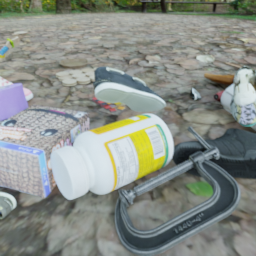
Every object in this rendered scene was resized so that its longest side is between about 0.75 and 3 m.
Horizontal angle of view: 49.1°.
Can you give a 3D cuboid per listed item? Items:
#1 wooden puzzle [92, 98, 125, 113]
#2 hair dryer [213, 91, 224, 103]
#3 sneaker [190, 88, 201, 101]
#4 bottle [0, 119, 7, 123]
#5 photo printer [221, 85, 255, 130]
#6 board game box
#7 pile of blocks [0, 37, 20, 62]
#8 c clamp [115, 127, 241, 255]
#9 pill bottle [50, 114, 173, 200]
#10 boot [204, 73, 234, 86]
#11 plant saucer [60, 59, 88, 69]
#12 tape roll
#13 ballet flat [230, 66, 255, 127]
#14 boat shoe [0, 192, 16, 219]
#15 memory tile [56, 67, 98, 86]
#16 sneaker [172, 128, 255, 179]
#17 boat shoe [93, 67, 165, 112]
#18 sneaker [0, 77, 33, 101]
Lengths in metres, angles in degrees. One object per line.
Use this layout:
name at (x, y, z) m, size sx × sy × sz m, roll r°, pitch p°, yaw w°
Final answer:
wooden puzzle at (-0.673, -1.073, 11.158) m, size 1.113 × 0.132 × 1.877 m, roll -18°, pitch 32°, yaw -31°
hair dryer at (4.170, -1.218, 10.541) m, size 1.964 × 0.534 × 1.496 m, roll -3°, pitch -1°, yaw 2°
sneaker at (2.778, -1.362, 11.586) m, size 0.342 × 0.319 × 0.862 m, roll 7°, pitch 33°, yaw -6°
bottle at (-4.096, 0.106, 8.542) m, size 0.566 × 0.443 × 1.356 m, roll 5°, pitch 28°, yaw 7°
photo printer at (4.742, -0.715, 8.751) m, size 2.327 × 0.971 × 2.797 m, roll -29°, pitch 48°, yaw -15°
board game box at (-2.306, 0.435, 7.139) m, size 1.868 × 1.135 × 2.343 m, roll 9°, pitch 28°, yaw 17°
pile of blocks at (-3.569, -2.343, 8.159) m, size 0.279 × 0.369 × 0.899 m, roll 35°, pitch 80°, yaw 14°
c clamp at (0.895, 1.245, 5.780) m, size 2.842 × 0.385 × 2.428 m, roll -28°, pitch 36°, yaw -12°
pill bottle at (-0.346, 0.641, 6.412) m, size 2.570 × 1.449 × 1.449 m, roll -19°, pitch 33°, yaw -32°
boot at (4.443, -2.098, 11.832) m, size 2.646 × 0.906 × 2.491 m, roll 25°, pitch 23°, yaw 39°
plant saucer at (-3.094, -3.694, 16.116) m, size 1.649 × 0.243 × 1.649 m, roll 0°, pitch 28°, yaw 0°
tape roll at (-4.479, -0.792, 9.208) m, size 2.158 × 0.917 × 2.158 m, roll -10°, pitch 17°, yaw 3°
ballet flat at (3.186, -1.007, 7.689) m, size 0.814 × 0.814 × 2.262 m, roll 8°, pitch 44°, yaw 16°
boat shoe at (-3.071, 1.539, 5.695) m, size 1.450 × 0.518 × 0.433 m, roll 6°, pitch 23°, yaw 4°
memory tile at (-2.131, -2.585, 13.993) m, size 2.691 × 0.226 × 2.063 m, roll -13°, pitch 30°, yaw -23°
sneaker at (2.575, 0.579, 7.257) m, size 2.918 × 0.876 × 1.522 m, roll 7°, pitch 28°, yaw 4°
boat shoe at (0.118, -0.978, 7.324) m, size 0.904 × 0.721 × 2.390 m, roll -24°, pitch -25°, yaw 34°
sneaker at (-5.185, -1.694, 11.040) m, size 2.643 × 1.382 × 0.995 m, roll 2°, pitch 25°, yaw 1°
